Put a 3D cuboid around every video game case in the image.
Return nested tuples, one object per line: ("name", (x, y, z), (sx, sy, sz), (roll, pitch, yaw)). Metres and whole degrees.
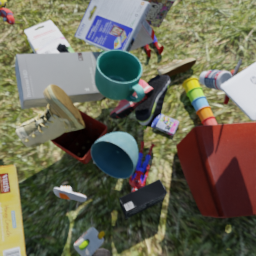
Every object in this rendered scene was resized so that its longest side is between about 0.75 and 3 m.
("video game case", (0.587, -4.258, 9.637), (1.690, 1.865, 0.334), (11, 76, -11))

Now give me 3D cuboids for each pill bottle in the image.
("pill bottle", (2.259, -1.255, 7.317), (0.494, 0.494, 0.826), (-29, 24, -15))

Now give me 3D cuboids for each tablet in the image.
("tablet", (3.017, -0.942, 6.442), (1.649, 0.113, 1.073), (-32, 72, -22))

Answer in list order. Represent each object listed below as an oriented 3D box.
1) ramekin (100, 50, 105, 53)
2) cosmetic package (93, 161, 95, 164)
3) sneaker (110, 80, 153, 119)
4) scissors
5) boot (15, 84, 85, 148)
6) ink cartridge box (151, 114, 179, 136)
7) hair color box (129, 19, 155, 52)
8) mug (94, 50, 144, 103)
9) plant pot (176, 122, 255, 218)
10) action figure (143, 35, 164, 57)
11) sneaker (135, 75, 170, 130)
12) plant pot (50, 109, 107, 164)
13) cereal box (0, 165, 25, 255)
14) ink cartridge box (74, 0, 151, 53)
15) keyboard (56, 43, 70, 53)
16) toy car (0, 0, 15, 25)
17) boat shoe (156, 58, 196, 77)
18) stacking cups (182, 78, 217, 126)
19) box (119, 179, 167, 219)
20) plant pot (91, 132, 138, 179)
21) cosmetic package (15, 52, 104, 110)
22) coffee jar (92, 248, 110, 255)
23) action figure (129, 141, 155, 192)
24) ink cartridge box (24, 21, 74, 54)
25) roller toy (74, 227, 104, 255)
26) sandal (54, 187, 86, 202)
("ramekin", (-0.862, -2.610, 11.766), (1.236, 0.604, 1.236), (9, 68, -24))
("cosmetic package", (-0.491, 0.868, 8.273), (0.986, 0.360, 0.510), (12, 34, -2))
("sneaker", (0.012, -0.887, 8.705), (1.564, 0.576, 0.678), (-38, 71, 3))
("scissors", (3.151, -1.632, 8.374), (0.202, 2.904, 1.062), (14, 74, 17))
("boot", (-2.215, -0.208, 7.400), (1.708, 2.197, 0.800), (-23, 72, -2))
("ink cartridge box", (1.392, -0.162, 10.887), (1.038, 0.218, 0.620), (23, 63, 14))
("hair color box", (-0.052, -3.210, 9.832), (1.728, 0.959, 0.553), (-15, 52, 32))
("mug", (-0.295, -1.295, 7.818), (1.271, 0.957, 1.547), (1, 56, -13))
("plant pot", (3.262, 1.412, 8.714), (2.850, 2.847, 2.511), (-3, 74, -2))
("action figure", (0.801, -4.798, 12.786), (0.944, 1.433, 2.894), (-15, 60, -9))
("sneaker", (0.846, -0.873, 9.520), (0.748, 0.863, 2.085), (15, 62, 35))
("plant pot", (-1.681, 0.453, 9.926), (1.465, 1.291, 1.463), (30, 65, 14))
("cereal box", (-2.792, 2.201, 6.322), (0.571, 2.892, 2.080), (-5, 71, -28))
("ink cartridge box", (-0.496, -3.265, 8.659), (1.816, 0.427, 1.795), (28, 93, 20))
("keyboard", (-2.614, -3.134, 11.147), (0.836, 0.166, 0.435), (45, 107, 30))
("toy car", (-4.281, -3.948, 8.752), (0.325, 1.370, 1.456), (-46, 56, 22))
("boat shoe", (2.081, -2.687, 12.024), (1.744, 0.622, 0.563), (-22, 64, -10))
("stacking cups", (2.826, -0.858, 11.060), (0.694, 0.694, 2.294), (-13, 66, -7))
("box", (0.466, 2.315, 9.066), (1.434, 1.012, 0.566), (-23, 63, -12))
("plant pot", (-0.212, 0.549, 6.788), (1.148, 1.148, 0.773), (25, 45, 13))
("cosmetic package", (-2.030, -1.489, 8.675), (2.659, 1.199, 1.420), (-11, 85, -28))
("coffee jar", (-0.786, 4.238, 8.217), (0.548, 0.670, 1.284), (-4, 61, 1))
("action figure", (0.441, 1.412, 9.895), (0.639, 0.505, 1.955), (15, 65, 5))
("ink cartridge box", (-3.444, -3.541, 12.375), (1.406, 0.808, 2.401), (-28, 65, -14))
("roller toy", (-1.001, 3.006, 7.294), (0.530, 0.692, 0.759), (46, 44, 5))
("sandal", (-1.362, 1.547, 6.648), (0.797, 0.305, 0.228), (15, 38, -1))
